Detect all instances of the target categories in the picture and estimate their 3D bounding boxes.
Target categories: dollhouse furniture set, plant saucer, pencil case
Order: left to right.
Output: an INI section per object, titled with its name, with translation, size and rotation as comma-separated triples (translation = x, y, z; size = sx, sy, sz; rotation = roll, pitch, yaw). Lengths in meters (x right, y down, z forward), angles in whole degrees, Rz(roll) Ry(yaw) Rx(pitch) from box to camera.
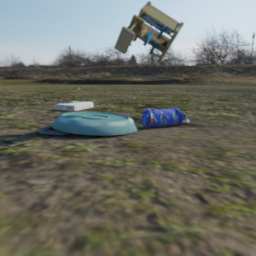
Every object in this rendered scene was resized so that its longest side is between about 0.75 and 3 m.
[plant saucer]
translation = -1.102, -0.216, 9.555
size = 2.904, 0.398, 2.904
rotation = 4, 10, -1
[dollhouse furniture set]
translation = 0.661, -3.056, 10.029
size = 1.565, 1.556, 2.220
rotation = 32, 51, 0
[pencil case]
translation = 1.215, -0.377, 10.030
size = 1.548, 0.672, 0.604
rotation = -4, 3, -27

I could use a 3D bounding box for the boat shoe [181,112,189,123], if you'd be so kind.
[boat shoe]
translation = 2.079, -0.433, 11.011
size = 0.407, 0.400, 1.128
rotation = -2, 11, -9

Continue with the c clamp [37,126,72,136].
[c clamp]
translation = -2.261, 0.044, 9.094
size = 1.439, 0.195, 1.229
rotation = 5, 12, 27

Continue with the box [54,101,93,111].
[box]
translation = -2.900, -1.192, 15.147
size = 1.301, 0.328, 1.803
rotation = 5, 11, 24
